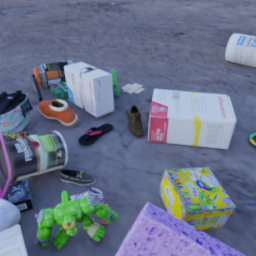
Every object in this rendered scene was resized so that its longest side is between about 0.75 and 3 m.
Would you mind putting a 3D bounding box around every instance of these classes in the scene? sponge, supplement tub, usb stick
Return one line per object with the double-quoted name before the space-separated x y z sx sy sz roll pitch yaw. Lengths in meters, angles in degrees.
"sponge" 1.188 2.533 4.429 2.898 1.617 0.432 29 21 4
"supplement tub" 6.719 -4.158 15.227 2.370 1.563 1.563 22 40 28
"supplement tub" -3.436 -2.519 13.195 1.807 1.107 1.107 -13 36 -18
"usb stick" -3.942 -1.728 12.094 0.202 0.343 1.238 -17 75 -17

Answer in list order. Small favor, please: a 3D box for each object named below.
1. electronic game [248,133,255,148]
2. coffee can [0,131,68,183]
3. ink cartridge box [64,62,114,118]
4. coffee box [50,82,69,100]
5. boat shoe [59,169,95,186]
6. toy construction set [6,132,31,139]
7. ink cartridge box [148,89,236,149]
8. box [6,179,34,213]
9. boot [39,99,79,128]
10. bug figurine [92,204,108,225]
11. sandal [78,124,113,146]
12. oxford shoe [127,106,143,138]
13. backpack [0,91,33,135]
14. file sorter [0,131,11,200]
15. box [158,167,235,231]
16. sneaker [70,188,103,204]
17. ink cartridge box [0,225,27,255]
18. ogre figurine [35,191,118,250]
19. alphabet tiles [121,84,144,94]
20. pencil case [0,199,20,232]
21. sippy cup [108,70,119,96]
"electronic game" 4.612 0.454 9.598 0.945 0.197 0.945 -1 34 1
"coffee can" -2.697 0.782 7.949 1.586 1.161 1.161 -12 33 -42
"ink cartridge box" -1.567 -1.578 11.239 0.908 1.573 2.168 -23 36 -32
"coffee box" -2.601 -1.773 12.735 1.705 0.375 1.048 -13 36 -19
"boat shoe" -1.470 1.403 8.074 1.054 0.317 0.376 4 40 7
"toy construction set" -3.536 0.527 9.067 0.900 0.977 1.171 9 13 34
"ink cartridge box" 2.178 -0.363 9.954 2.744 1.145 1.992 5 34 8
"box" -2.869 1.813 7.403 0.575 0.415 0.775 -14 35 -19
"boot" -2.787 -0.782 10.545 1.965 1.054 0.737 20 63 31
"bug figurine" -0.770 2.208 7.007 0.601 0.199 0.775 -3 37 3
"sandal" -1.168 0.137 9.933 0.590 0.354 1.571 24 41 31
"oxford shoe" 0.260 -0.249 10.148 0.499 0.580 1.374 -4 53 -20
"backpack" -4.368 -0.444 9.936 1.507 1.278 1.698 -2 27 9
"file sorter" -4.229 1.006 6.548 2.446 1.534 1.700 -2 48 -39
"box" 1.589 1.684 6.730 1.246 0.789 1.294 0 36 -17
"sneaker" -1.116 1.774 7.371 0.920 0.525 0.334 -1 36 1
"ink cartridge box" -2.654 3.426 4.686 2.406 0.749 2.989 -17 39 -22
"ogre figurine" -1.246 2.041 6.198 1.867 1.119 0.916 -5 41 10
"alphabet tiles" 0.223 -1.845 13.121 0.952 0.071 0.973 23 40 30
"pencil case" -3.207 2.419 6.200 0.807 0.740 1.780 22 39 6
"sippy cup" -1.008 -1.895 12.318 1.090 1.487 1.168 -11 60 0
